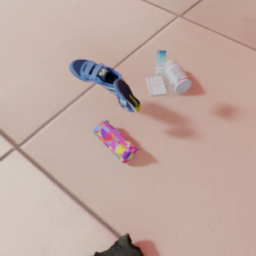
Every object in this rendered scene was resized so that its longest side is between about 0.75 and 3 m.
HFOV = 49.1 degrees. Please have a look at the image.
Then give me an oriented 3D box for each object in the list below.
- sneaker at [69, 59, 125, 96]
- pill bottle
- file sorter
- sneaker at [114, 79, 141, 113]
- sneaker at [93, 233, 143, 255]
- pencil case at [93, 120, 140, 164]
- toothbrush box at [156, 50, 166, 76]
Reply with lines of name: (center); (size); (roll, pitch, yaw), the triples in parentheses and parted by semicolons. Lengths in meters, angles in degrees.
sneaker: (-1.118, -2.027, 10.394); (2.326, 0.957, 0.860); (23, 82, 4)
pill bottle: (2.198, -2.369, 12.817); (0.836, 0.836, 1.474); (-17, 58, -11)
file sorter: (1.302, -2.102, 12.725); (0.770, 0.691, 1.110); (-9, 56, -6)
sneaker: (-0.150, -1.074, 9.996); (0.639, 1.553, 0.574); (-2, 49, 36)
sneaker: (-0.602, 3.865, 8.485); (2.263, 0.865, 1.296); (5, 54, 0)
pencil case: (-0.489, 0.500, 10.836); (0.865, 0.865, 1.956); (-39, 63, -24)
toothbrush box: (1.199, -2.355, 10.196); (0.342, 0.588, 0.803); (3, 89, 4)
